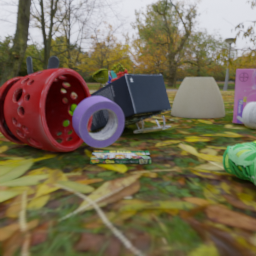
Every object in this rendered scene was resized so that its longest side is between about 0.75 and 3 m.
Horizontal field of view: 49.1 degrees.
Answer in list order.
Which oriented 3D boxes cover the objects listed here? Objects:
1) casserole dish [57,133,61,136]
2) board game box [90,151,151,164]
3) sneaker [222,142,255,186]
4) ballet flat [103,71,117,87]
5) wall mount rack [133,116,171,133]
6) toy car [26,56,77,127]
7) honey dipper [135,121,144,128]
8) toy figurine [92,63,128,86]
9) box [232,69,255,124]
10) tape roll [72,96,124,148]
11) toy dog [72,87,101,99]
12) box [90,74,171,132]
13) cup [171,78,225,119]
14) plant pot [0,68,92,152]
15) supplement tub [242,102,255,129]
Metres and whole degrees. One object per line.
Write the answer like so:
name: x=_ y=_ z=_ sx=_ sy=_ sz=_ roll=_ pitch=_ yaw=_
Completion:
casserole dish: x=-2.779 y=0.097 z=9.359 sx=1.464 sy=0.284 sz=0.887 roll=9 pitch=21 yaw=41
board game box: x=-0.172 y=0.690 z=6.601 sx=1.367 sy=0.160 sz=0.716 roll=0 pitch=8 yaw=-1
sneaker: x=2.187 y=0.718 z=5.028 sx=0.891 sy=0.790 sz=2.132 roll=-7 pitch=1 yaw=14
ballet flat: x=-0.808 y=-1.855 z=15.774 sx=0.955 sy=2.840 sz=0.967 roll=-27 pitch=-25 yaw=21
wall mount rack: x=0.790 y=-0.101 z=10.022 sx=1.347 sy=0.502 sz=1.171 roll=-7 pitch=-10 yaw=-8
toy car: x=-3.061 y=-1.413 z=10.713 sx=2.178 sy=2.651 sz=2.092 roll=3 pitch=24 yaw=19
honey dipper: x=0.081 y=-0.405 z=12.155 sx=0.508 sy=0.508 sz=2.673 roll=-3 pitch=13 yaw=-17
toy figurine: x=-0.563 y=-1.707 z=13.265 sx=1.545 sy=1.754 sz=2.928 roll=-16 pitch=-4 yaw=5
box: x=5.835 y=-1.249 z=11.495 sx=2.599 sy=2.286 sz=1.256 roll=8 pitch=12 yaw=35
tape roll: x=-0.746 y=-0.154 z=7.109 sx=1.233 sy=1.233 sz=0.524 roll=-6 pitch=22 yaw=-30
toy dog: x=-2.412 y=-1.505 z=15.473 sx=2.990 sy=1.440 sz=1.972 roll=-8 pitch=11 yaw=-39
box: x=-0.079 y=-0.847 z=9.886 sx=1.826 sy=1.317 sz=2.460 roll=-9 pitch=-8 yaw=-43
cup: x=3.687 y=-1.648 z=14.746 sx=2.786 sy=1.992 sz=2.786 roll=0 pitch=10 yaw=0
plant pot: x=-2.305 y=-0.483 z=7.525 sx=1.941 sy=2.132 sz=2.132 roll=4 pitch=10 yaw=25
supplement tub: x=5.132 y=-0.388 z=10.201 sx=1.041 sy=1.041 sz=1.577 roll=-5 pitch=12 yaw=-29
